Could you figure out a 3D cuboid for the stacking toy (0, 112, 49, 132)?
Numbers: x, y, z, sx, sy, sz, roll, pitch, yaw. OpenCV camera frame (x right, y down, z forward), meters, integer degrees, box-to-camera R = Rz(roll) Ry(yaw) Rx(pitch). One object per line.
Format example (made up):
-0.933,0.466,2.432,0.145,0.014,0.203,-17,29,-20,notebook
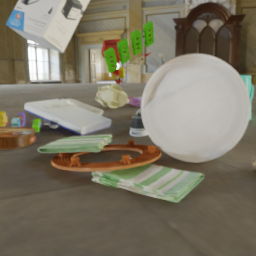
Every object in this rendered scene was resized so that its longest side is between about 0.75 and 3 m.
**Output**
-4.024,-0.159,10.277,1.916,0.597,2.542,-3,14,-7,stacking toy

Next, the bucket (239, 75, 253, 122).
4.070,-1.386,12.613,3.040,1.978,3.040,1,12,0,bucket

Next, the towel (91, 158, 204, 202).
0.389,0.947,5.546,1.829,0.214,1.395,7,13,32,towel

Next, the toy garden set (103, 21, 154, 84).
0.037,-3.174,12.008,2.456,2.048,0.490,-38,63,-14,toy garden set

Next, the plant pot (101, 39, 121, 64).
-0.825,-3.829,13.786,0.856,0.971,0.972,5,32,-16,plant pot

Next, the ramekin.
1.622,-0.474,7.110,2.570,2.570,1.197,1,0,7,ramekin

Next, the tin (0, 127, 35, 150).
-3.880,0.287,8.278,2.257,0.472,1.264,0,16,2,tin

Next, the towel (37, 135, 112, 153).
-1.267,0.423,7.412,1.511,0.232,1.981,-2,5,5,towel

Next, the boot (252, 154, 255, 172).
3.498,0.660,6.345,1.709,0.549,1.593,-5,10,0,boot

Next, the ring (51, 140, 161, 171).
-0.513,0.585,6.668,2.580,0.248,2.580,-3,7,0,ring

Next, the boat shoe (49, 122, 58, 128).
-2.864,-0.329,11.058,0.433,0.426,1.201,17,12,-18,boat shoe

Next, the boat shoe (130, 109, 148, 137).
0.642,-0.334,10.267,0.895,0.828,2.424,5,13,24,boat shoe

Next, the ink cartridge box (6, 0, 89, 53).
-1.504,-2.433,5.527,1.128,1.555,0.651,25,-2,28,ink cartridge box

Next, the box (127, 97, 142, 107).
1.074,-1.648,17.688,1.529,0.437,2.234,-5,12,-21,box

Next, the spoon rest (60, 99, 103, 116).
-2.368,-0.833,12.643,2.914,0.883,1.448,9,14,40,spoon rest

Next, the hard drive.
-2.251,-0.472,10.545,2.723,0.345,1.797,21,20,25,hard drive

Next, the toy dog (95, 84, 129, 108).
-1.085,-1.922,16.881,1.927,1.387,1.987,-1,8,-41,toy dog
